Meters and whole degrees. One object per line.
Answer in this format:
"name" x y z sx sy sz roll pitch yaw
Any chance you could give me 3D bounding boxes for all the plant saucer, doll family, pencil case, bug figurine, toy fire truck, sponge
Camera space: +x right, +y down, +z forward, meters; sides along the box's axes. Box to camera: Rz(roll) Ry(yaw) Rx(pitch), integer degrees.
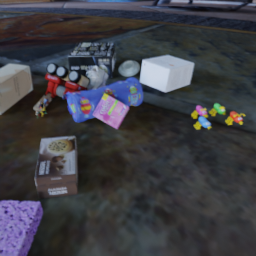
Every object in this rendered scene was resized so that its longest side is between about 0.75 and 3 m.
"plant saucer" 0.040 -3.195 14.691 1.146 0.288 1.146 -5 54 7
"doll family" -3.242 -0.764 10.632 0.338 0.860 0.497 10 6 -29
"pencil case" -0.916 -1.082 10.740 2.979 1.162 1.294 -18 4 -26
"bug figurine" 3.212 -0.454 10.318 1.881 0.484 1.458 -9 32 -14
"toy fire truck" -2.783 -1.457 11.393 1.777 2.018 1.299 22 3 22
"sponge" -3.418 2.189 5.929 2.829 0.422 1.578 1 30 3

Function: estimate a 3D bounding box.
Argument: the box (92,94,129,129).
"box" -0.593 -0.565 9.759 0.973 0.856 0.470 30 -3 3

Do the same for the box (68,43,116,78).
"box" -1.843 -3.686 15.087 2.218 1.166 2.708 0 31 1

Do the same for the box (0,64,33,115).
"box" -5.136 -1.684 11.688 1.011 1.235 2.601 8 33 9

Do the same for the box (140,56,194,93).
"box" 1.804 -2.565 13.033 1.553 1.085 2.040 29 35 34

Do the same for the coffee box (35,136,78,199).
"coffee box" -1.898 1.012 7.630 0.997 0.704 1.764 -4 31 -8

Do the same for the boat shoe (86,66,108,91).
"boat shoe" -1.499 -2.040 12.214 0.926 0.912 2.612 -37 22 24
